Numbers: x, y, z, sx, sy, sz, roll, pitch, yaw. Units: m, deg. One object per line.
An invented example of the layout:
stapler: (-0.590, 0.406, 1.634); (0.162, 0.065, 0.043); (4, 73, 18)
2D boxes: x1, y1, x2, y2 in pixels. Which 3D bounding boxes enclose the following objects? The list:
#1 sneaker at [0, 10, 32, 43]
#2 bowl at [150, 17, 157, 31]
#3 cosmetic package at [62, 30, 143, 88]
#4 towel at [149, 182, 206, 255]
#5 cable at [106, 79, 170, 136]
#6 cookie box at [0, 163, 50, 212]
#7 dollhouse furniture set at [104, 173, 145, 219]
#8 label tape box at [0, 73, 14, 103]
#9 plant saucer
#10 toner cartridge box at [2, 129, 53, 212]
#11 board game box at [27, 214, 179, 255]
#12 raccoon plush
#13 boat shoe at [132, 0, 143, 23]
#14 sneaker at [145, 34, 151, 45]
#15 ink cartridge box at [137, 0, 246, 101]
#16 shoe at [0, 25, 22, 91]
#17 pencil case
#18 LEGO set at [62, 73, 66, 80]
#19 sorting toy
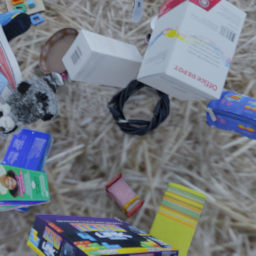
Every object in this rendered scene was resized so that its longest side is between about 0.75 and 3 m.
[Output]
sneaker: (-3.257, -2.365, 6.855); (0.705, 0.593, 1.799); (24, 52, 32)
bowl: (1.379, -4.130, 11.597); (0.931, 0.419, 0.931); (0, 65, 0)
cosmetic package: (-0.660, -1.928, 8.198); (2.097, 1.184, 0.851); (0, 55, -47)
towel: (1.040, 2.540, 6.758); (1.008, 0.212, 2.343); (16, 71, 27)
cable: (0.549, -0.827, 9.978); (2.354, 0.598, 1.920); (-35, 70, -15)
cookie box: (-3.199, 1.490, 6.460); (1.943, 2.271, 0.853); (-13, 75, 7)
dollhouse furniture set: (-0.629, 2.515, 8.281); (2.122, 0.863, 1.142); (-40, 71, -17)
label tape box: (-5.131, -1.127, 10.088); (1.452, 0.670, 2.027); (13, 68, 7)
plant saucer: (-2.488, -2.827, 10.537); (2.022, 0.348, 2.022); (-10, 68, 26)
toner cartridge box: (-3.414, 1.300, 9.018); (1.197, 0.544, 2.520); (13, 66, 5)
board game box: (-0.483, 2.487, 5.845); (2.029, 2.454, 0.696); (10, 83, 47)
raccoon plush: (-2.323, -0.475, 6.517); (1.400, 2.089, 1.011); (-26, 100, 15)
boat shoe: (0.278, -3.627, 8.563); (0.309, 0.293, 0.884); (4, 92, -7)
sneaker: (1.105, -3.432, 11.267); (1.012, 0.437, 0.407); (32, 71, 13)
ink cartridge box: (1.543, -2.014, 7.195); (1.667, 1.659, 2.294); (21, 85, -22)
shoe: (-3.034, -1.607, 6.163); (0.854, 0.671, 1.878); (-25, 107, -23)
pencil case: (3.081, -0.200, 7.070); (1.260, 2.901, 1.132); (0, 105, -18)
LEGO set: (-2.465, -2.532, 10.819); (0.459, 0.494, 1.203); (-17, 66, -9)
sorting toy: (-4.541, -5.496, 12.232); (1.504, 0.364, 2.671); (-19, 66, -10)
